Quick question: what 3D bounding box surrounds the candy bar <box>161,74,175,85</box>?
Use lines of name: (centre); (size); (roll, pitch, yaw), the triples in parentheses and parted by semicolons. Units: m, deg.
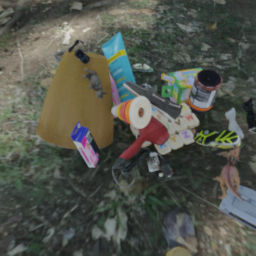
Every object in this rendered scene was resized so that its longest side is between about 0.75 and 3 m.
candy bar: (1.434, -1.773, 10.123); (0.105, 0.236, 0.946); (23, 10, 33)

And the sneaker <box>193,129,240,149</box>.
sneaker: (3.079, 0.464, 9.856); (1.740, 0.665, 0.656); (9, 64, 48)

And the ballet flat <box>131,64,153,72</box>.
ballet flat: (0.696, -2.990, 13.952); (1.118, 0.415, 0.415); (-1, 47, -1)

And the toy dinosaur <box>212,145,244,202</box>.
toy dinosaur: (3.166, 1.413, 8.759); (0.821, 1.297, 1.914); (3, 26, 10)

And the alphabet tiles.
alphabet tiles: (1.428, -0.138, 11.147); (2.538, 0.185, 2.482); (-21, 50, -6)

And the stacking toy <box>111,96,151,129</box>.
stacking toy: (-0.035, -0.536, 8.954); (1.373, 1.003, 1.003); (9, 43, 42)

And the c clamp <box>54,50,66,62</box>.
c clamp: (-3.458, -3.852, 14.915); (0.909, 0.144, 1.064); (-17, 49, -15)

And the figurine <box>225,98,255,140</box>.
figurine: (4.182, -0.304, 10.344); (0.551, 1.280, 1.249); (13, 60, -32)

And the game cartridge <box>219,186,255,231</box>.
game cartridge: (3.906, 2.540, 8.825); (1.763, 0.357, 1.175); (28, 56, 23)

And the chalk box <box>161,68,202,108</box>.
chalk box: (2.430, -1.658, 12.140); (1.957, 1.218, 1.212); (-12, 48, -10)

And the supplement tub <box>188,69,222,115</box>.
supplement tub: (2.592, -1.164, 9.677); (0.886, 1.656, 0.886); (1, 57, -1)

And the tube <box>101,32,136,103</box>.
tube: (-0.227, -2.023, 10.400); (0.707, 1.087, 2.807); (-7, 76, -53)

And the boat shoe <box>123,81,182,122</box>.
boat shoe: (0.899, -1.061, 9.641); (0.692, 2.427, 0.811); (-56, 28, 4)

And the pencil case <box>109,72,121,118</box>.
pencil case: (-0.802, -1.493, 11.116); (1.010, 1.010, 2.310); (-32, 96, -26)

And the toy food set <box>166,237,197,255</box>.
toy food set: (1.439, 3.701, 7.852); (0.753, 0.219, 1.091); (32, 49, 17)

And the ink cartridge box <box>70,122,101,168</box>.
ink cartridge box: (-1.099, 0.443, 7.396); (0.224, 1.210, 0.573); (-7, 39, 24)

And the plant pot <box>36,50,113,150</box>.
plant pot: (-1.660, -1.109, 9.767); (2.742, 2.942, 2.742); (10, 19, -3)

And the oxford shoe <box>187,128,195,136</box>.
oxford shoe: (2.422, -0.040, 11.213); (0.385, 0.369, 1.042); (-8, 46, 1)

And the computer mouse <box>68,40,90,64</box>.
computer mouse: (-1.396, -2.306, 8.505); (0.753, 0.173, 0.529); (37, 91, 3)

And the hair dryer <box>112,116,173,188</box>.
hair dryer: (0.428, 0.464, 9.300); (2.106, 0.751, 2.765); (-5, 77, -21)

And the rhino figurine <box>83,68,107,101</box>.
rhino figurine: (-0.940, -1.253, 8.257); (0.475, 0.325, 1.086); (-1, 59, -57)
